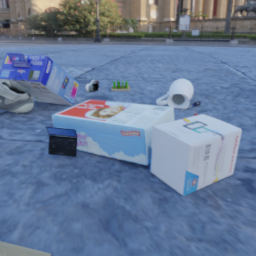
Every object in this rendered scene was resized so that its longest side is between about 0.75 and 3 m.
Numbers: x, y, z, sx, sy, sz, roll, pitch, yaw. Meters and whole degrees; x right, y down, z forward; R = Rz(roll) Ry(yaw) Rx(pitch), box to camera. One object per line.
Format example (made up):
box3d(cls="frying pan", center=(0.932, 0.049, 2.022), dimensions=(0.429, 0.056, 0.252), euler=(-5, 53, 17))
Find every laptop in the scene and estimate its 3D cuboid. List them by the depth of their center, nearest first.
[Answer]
box3d(cls="laptop", center=(-1.644, 0.357, 6.903), dimensions=(0.723, 0.816, 0.421), euler=(6, 12, -1))

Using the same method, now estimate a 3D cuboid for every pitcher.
box3d(cls="pitcher", center=(2.042, -1.443, 12.139), dimensions=(1.456, 1.029, 1.697), euler=(-2, 29, 22))

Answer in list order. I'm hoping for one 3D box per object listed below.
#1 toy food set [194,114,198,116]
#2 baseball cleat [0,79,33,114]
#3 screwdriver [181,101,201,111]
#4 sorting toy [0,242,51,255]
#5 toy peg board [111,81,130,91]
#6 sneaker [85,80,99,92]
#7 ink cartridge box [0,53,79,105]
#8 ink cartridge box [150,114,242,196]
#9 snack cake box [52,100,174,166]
box3d(cls="toy food set", center=(2.007, 0.016, 8.585), dimensions=(0.615, 0.580, 1.289), euler=(13, 24, 32))
box3d(cls="baseball cleat", center=(-5.068, -1.190, 10.478), dimensions=(2.837, 1.510, 0.989), euler=(-4, 50, -10))
box3d(cls="screwdriver", center=(2.620, -0.927, 11.730), dimensions=(1.345, 0.196, 0.188), euler=(-18, 26, -41))
box3d(cls="sorting toy", center=(-1.556, 2.029, 3.735), dimensions=(1.524, 0.204, 1.135), euler=(6, 17, 15))
box3d(cls="toy peg board", center=(-0.408, -2.331, 15.094), dimensions=(1.004, 0.491, 0.999), euler=(0, 20, -2))
box3d(cls="sneaker", center=(-1.749, -2.203, 14.805), dimensions=(0.566, 0.478, 1.295), euler=(7, 25, 16))
box3d(cls="ink cartridge box", center=(-3.583, -1.956, 11.159), dimensions=(2.024, 1.132, 2.967), euler=(8, -11, 20))
box3d(cls="ink cartridge box", center=(1.488, 0.521, 6.286), dimensions=(1.608, 1.180, 1.174), euler=(-13, 26, -32))
box3d(cls="snack cake box", center=(-0.402, -0.010, 7.810), dimensions=(2.967, 0.997, 1.706), euler=(9, 26, 31))
